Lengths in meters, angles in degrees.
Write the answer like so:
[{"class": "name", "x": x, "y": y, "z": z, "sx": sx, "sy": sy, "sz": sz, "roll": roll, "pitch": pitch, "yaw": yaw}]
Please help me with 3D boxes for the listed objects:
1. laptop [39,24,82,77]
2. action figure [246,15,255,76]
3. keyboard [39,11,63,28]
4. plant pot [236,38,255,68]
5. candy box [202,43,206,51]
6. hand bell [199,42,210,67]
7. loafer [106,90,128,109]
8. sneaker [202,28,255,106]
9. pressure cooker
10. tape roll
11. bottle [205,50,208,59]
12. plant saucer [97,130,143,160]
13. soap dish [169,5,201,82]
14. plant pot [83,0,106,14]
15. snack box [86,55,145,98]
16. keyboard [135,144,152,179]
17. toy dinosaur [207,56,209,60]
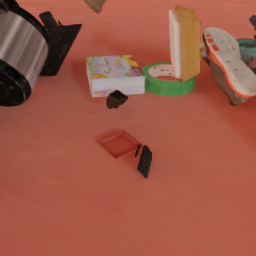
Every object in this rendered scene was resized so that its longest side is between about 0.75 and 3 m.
[{"class": "laptop", "x": -3.473, "y": -3.192, "z": 9.951, "sx": 2.765, "sy": 1.428, "sz": 2.451, "roll": 6, "pitch": 63, "yaw": 29}, {"class": "action figure", "x": 3.998, "y": -1.866, "z": 8.063, "sx": 1.346, "sy": 2.574, "sz": 2.490, "roll": -39, "pitch": 12, "yaw": 14}, {"class": "keyboard", "x": -2.907, "y": -4.061, "z": 11.349, "sx": 0.767, "sy": 1.474, "sz": 0.292, "roll": -39, "pitch": 17, "yaw": -32}, {"class": "plant pot", "x": 4.183, "y": -2.537, "z": 10.084, "sx": 1.662, "sy": 1.113, "sz": 1.662, "roll": -2, "pitch": 36, "yaw": 1}, {"class": "candy box", "x": 2.883, "y": -3.658, "z": 12.506, "sx": 1.001, "sy": 0.259, "sz": 1.959, "roll": -13, "pitch": 37, "yaw": -22}, {"class": "hand bell", "x": 2.688, "y": -2.393, "z": 9.742, "sx": 0.661, "sy": 0.661, "sz": 1.270, "roll": -18, "pitch": 53, "yaw": -24}, {"class": "loafer", "x": -0.358, "y": -0.786, "z": 7.940, "sx": 0.435, "sy": 0.425, "sz": 1.192, "roll": 36, "pitch": 19, "yaw": 10}, {"class": "sneaker", "x": 2.800, "y": -1.832, "z": 8.450, "sx": 1.049, "sy": 1.115, "sz": 2.722, "roll": -6, "pitch": 62, "yaw": -17}, {"class": "pressure cooker", "x": -3.543, "y": -2.214, "z": 8.052, "sx": 2.321, "sy": 2.357, "sz": 2.639, "roll": -15, "pitch": 53, "yaw": 42}, {"class": "tape roll", "x": 1.348, "y": -1.700, "z": 9.518, "sx": 1.833, "sy": 0.440, "sz": 1.833, "roll": 1, "pitch": 35, "yaw": -1}, {"class": "bottle", "x": 3.431, "y": -3.088, "z": 11.520, "sx": 1.071, "sy": 0.447, "sz": 0.350, "roll": -21, "pitch": 77, "yaw": -28}, {"class": "plant saucer", "x": -0.201, "y": 0.430, "z": 6.729, "sx": 0.815, "sy": 0.150, "sz": 0.817, "roll": -23, "pitch": 42, "yaw": -29}, {"class": "soap dish", "x": 1.761, "y": -2.663, "z": 8.754, "sx": 0.797, "sy": 1.963, "sz": 1.544, "roll": -6, "pitch": 36, "yaw": 6}, {"class": "plant pot", "x": -0.981, "y": -4.099, "z": 8.748, "sx": 0.675, "sy": 0.775, "sz": 0.775, "roll": -41, "pitch": 30, "yaw": 20}, {"class": "snack box", "x": -0.490, "y": -1.794, "z": 9.421, "sx": 1.697, "sy": 0.681, "sz": 2.012, "roll": -5, "pitch": 33, "yaw": -10}, {"class": "keyboard", "x": 0.332, "y": 0.658, "z": 6.135, "sx": 0.088, "sy": 0.542, "sz": 0.853, "roll": -31, "pitch": 22, "yaw": 29}, {"class": "toy dinosaur", "x": 3.829, "y": -2.727, "z": 11.139, "sx": 1.600, "sy": 0.483, "sz": 0.850, "roll": 2, "pitch": 63, "yaw": -7}]
